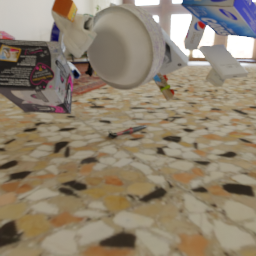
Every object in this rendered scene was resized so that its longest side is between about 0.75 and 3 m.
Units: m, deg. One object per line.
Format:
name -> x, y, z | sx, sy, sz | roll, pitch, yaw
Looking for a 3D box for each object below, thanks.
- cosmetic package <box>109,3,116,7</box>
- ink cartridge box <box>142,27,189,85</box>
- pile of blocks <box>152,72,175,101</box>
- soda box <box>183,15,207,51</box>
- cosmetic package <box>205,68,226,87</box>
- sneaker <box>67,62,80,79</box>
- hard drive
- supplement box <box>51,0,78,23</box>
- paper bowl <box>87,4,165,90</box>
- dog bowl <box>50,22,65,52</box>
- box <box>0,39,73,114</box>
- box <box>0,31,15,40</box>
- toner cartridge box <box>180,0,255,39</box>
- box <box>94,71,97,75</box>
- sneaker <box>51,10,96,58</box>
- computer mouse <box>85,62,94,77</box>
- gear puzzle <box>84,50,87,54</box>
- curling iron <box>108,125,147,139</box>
cosmetic package -> -0.750, -4.375, 11.405 | 0.280, 1.084, 0.817 | 10, 53, -22
ink cartridge box -> 0.838, -3.468, 13.313 | 2.980, 0.606, 2.986 | -18, -40, 41
pile of blocks -> 1.176, -1.543, 9.426 | 0.445, 0.587, 1.431 | -31, 61, 5
soda box -> 2.833, -4.125, 11.593 | 0.636, 1.868, 0.595 | 5, 55, -5
cosmetic package -> 3.602, -2.242, 10.911 | 0.625, 1.187, 0.422 | 33, -4, -15
sneaker -> -3.042, -2.838, 13.224 | 0.909, 0.777, 2.063 | 38, 17, 25
hard drive -> 2.735, -1.942, 8.122 | 0.892, 0.178, 1.353 | -9, 52, -21
supplement box -> -1.423, -2.719, 6.404 | 0.405, 0.392, 1.178 | 22, 13, -12
paper bowl -> -0.248, -2.327, 8.346 | 2.449, 2.449, 1.274 | 12, 31, 33
dog bowl -> -3.241, -4.296, 13.167 | 0.565, 1.434, 1.434 | 12, 16, -6
box -> -2.419, -1.266, 7.710 | 1.528, 1.327, 2.313 | 3, -10, -2
box -> -3.621, -2.241, 7.451 | 0.511, 0.534, 1.071 | 33, 30, 15
toner cartridge box -> 2.810, -3.288, 8.013 | 1.424, 0.647, 2.998 | 19, 11, 34
box -> -0.882, -2.451, 10.953 | 0.773, 0.515, 2.054 | -11, 6, -12
sneaker -> -1.369, -2.781, 7.455 | 0.790, 0.929, 2.100 | 32, 26, -54
computer mouse -> -1.351, -2.887, 10.511 | 0.447, 1.941, 1.363 | 13, 49, -15
gear puzzle -> -1.425, -3.312, 12.651 | 1.302, 0.170, 0.674 | 25, 23, 8
curling iron -> 0.005, 0.085, 10.691 | 1.964, 0.251, 0.487 | -15, 22, -40
